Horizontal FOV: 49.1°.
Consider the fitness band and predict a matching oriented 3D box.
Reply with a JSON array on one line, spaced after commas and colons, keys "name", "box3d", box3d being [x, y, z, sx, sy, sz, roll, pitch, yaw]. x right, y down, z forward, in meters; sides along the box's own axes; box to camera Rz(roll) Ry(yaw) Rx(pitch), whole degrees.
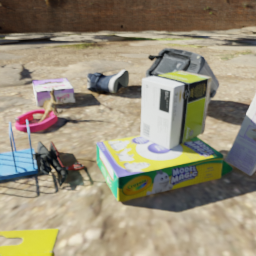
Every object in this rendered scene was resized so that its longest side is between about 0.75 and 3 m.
[{"name": "fitness band", "box3d": [-3.086, -0.267, 9.438, 1.117, 0.291, 1.555, 8, 25, 17]}]

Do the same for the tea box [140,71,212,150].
[{"name": "tea box", "box3d": [1.139, -0.491, 6.756, 1.449, 1.473, 0.984, -18, 30, -38]}]

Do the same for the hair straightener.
[{"name": "hair straightener", "box3d": [-1.962, 0.841, 6.735, 0.721, 0.383, 1.874, 4, 24, -31]}]

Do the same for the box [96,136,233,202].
[{"name": "box", "box3d": [0.852, 0.732, 6.625, 2.892, 0.699, 1.697, -7, 24, -20]}]

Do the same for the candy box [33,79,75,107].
[{"name": "candy box", "box3d": [-3.198, -1.552, 11.961, 1.531, 0.653, 1.825, -8, 25, -19]}]

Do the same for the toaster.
[{"name": "toaster", "box3d": [2.021, -1.836, 10.687, 1.873, 1.648, 2.901, 36, -3, -39]}]

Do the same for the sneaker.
[{"name": "sneaker", "box3d": [-0.998, -2.285, 13.390, 1.716, 0.903, 2.375, 7, 20, 20]}]

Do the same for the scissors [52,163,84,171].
[{"name": "scissors", "box3d": [-1.474, 0.990, 6.783, 0.806, 0.056, 0.295, -11, 29, -30]}]

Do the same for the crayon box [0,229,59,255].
[{"name": "crayon box", "box3d": [-1.763, 2.293, 2.932, 1.741, 0.696, 2.742, -1, 24, -1]}]

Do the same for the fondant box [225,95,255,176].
[{"name": "fondant box", "box3d": [3.401, -0.300, 6.632, 0.728, 2.498, 1.802, 32, 37, 30]}]

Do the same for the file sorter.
[{"name": "file sorter", "box3d": [-3.141, 0.522, 6.652, 1.699, 1.042, 1.179, -9, 24, -19]}]

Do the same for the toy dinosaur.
[{"name": "toy dinosaur", "box3d": [-2.651, -0.651, 9.700, 0.700, 1.384, 0.403, 19, -7, 2]}]
